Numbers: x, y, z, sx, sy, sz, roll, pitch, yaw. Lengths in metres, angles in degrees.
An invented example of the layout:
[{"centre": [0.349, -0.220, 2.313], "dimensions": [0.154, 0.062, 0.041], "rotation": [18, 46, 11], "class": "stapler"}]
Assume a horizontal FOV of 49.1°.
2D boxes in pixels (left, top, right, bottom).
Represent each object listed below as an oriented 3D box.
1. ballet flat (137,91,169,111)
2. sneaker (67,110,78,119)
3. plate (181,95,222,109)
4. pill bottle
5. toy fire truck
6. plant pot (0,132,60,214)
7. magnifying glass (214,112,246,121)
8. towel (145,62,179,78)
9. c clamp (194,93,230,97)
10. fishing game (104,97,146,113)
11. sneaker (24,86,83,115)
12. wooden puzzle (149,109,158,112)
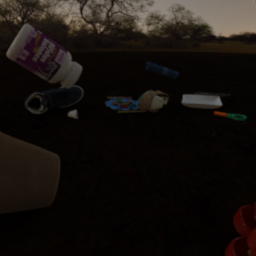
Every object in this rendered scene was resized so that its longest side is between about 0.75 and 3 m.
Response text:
[{"centre": [1.442, -1.428, 14.485], "dimensions": [0.990, 1.002, 2.944], "rotation": [20, 23, 20], "class": "ballet flat"}, {"centre": [-2.624, -0.593, 13.253], "dimensions": [0.466, 0.365, 0.938], "rotation": [-11, 13, -10], "class": "sneaker"}, {"centre": [4.027, -1.435, 15.466], "dimensions": [2.059, 0.333, 2.063], "rotation": [4, 20, 12], "class": "plate"}, {"centre": [-3.064, -2.576, 10.556], "dimensions": [2.533, 1.422, 1.422], "rotation": [31, 5, -29], "class": "pill bottle"}, {"centre": [3.062, 2.020, 4.814], "dimensions": [2.176, 1.453, 2.591], "rotation": [28, 30, 17], "class": "toy fire truck"}, {"centre": [-2.683, 1.118, 6.509], "dimensions": [1.926, 2.208, 2.208], "rotation": [12, 15, -23], "class": "plant pot"}, {"centre": [4.874, -0.583, 13.414], "dimensions": [1.487, 0.166, 0.592], "rotation": [12, 24, 32], "class": "magnifying glass"}, {"centre": [1.615, -2.752, 13.517], "dimensions": [1.584, 0.385, 0.885], "rotation": [18, 9, -8], "class": "towel"}, {"centre": [4.889, -1.950, 16.620], "dimensions": [1.510, 0.239, 1.768], "rotation": [-3, 10, -41], "class": "c clamp"}, {"centre": [-0.256, -1.376, 15.159], "dimensions": [2.066, 0.448, 2.885], "rotation": [-1, 21, -12], "class": "fishing game"}, {"centre": [-3.664, -1.420, 13.973], "dimensions": [2.968, 1.128, 2.145], "rotation": [-14, 12, -10], "class": "sneaker"}, {"centre": [1.309, -0.924, 14.477], "dimensions": [0.475, 0.056, 0.801], "rotation": [2, 20, 6], "class": "wooden puzzle"}]
